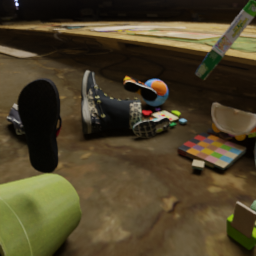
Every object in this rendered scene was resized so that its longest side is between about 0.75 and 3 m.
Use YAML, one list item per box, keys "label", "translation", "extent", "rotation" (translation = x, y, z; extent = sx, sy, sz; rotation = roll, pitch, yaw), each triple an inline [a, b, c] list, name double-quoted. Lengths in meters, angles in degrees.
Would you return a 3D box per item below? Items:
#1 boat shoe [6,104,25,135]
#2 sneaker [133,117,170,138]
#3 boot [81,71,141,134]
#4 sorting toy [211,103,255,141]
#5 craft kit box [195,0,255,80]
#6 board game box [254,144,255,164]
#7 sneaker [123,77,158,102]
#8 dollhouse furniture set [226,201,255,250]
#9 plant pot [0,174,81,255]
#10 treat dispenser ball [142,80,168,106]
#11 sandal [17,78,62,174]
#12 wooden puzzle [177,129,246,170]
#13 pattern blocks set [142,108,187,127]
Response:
- label: "boat shoe"
  translation: [-3.845, -0.055, 10.567]
  extent: [2.566, 0.932, 0.805]
  rotation: [34, 84, 40]
- label: "sneaker"
  translation: [0.842, -0.024, 10.576]
  extent: [1.628, 0.631, 0.649]
  rotation: [-12, 9, -32]
- label: "boot"
  translation: [-0.720, -1.056, 11.241]
  extent: [2.291, 1.095, 3.034]
  rotation: [-1, 53, -7]
- label: "sorting toy"
  translation: [4.144, -0.090, 10.126]
  extent: [1.706, 1.012, 1.895]
  rotation: [10, 11, -40]
- label: "craft kit box"
  translation: [3.693, -3.214, 10.669]
  extent: [0.587, 2.389, 2.419]
  rotation: [35, -7, 5]
- label: "board game box"
  translation: [4.184, 0.546, 8.579]
  extent: [0.336, 1.177, 1.202]
  rotation: [8, 29, 16]
- label: "sneaker"
  translation: [0.421, -1.331, 9.199]
  extent: [1.266, 0.443, 0.569]
  rotation: [21, 36, -22]
- label: "dollhouse furniture set"
  translation: [3.459, 1.791, 6.147]
  extent: [2.261, 1.134, 1.481]
  rotation: [-19, 32, -33]
- label: "plant pot"
  translation: [-2.076, 1.865, 5.309]
  extent: [2.262, 2.262, 2.148]
  rotation: [14, 17, 26]
- label: "treat dispenser ball"
  translation: [1.219, -1.602, 12.840]
  extent: [1.214, 1.214, 1.214]
  rotation: [0, 27, 0]
- label: "sandal"
  translation: [-1.375, -0.030, 4.557]
  extent: [0.661, 1.759, 0.397]
  rotation: [14, 34, 7]
- label: "wooden puzzle"
  translation: [2.786, 0.736, 9.285]
  extent: [1.640, 0.194, 2.766]
  rotation: [23, 34, 38]
- label: "pattern blocks set"
  translation: [1.525, -0.439, 11.695]
  extent: [1.517, 0.140, 1.726]
  rotation: [-12, 29, -23]
